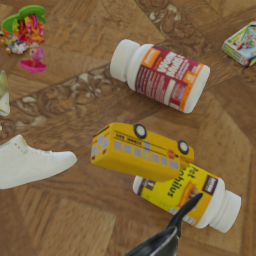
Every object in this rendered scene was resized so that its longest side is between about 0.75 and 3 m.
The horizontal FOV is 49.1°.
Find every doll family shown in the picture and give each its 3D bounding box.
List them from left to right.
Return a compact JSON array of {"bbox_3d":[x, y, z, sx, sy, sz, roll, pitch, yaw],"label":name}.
[{"bbox_3d":[-3.972,-2.907,9.651,0.719,0.522,1.159,-37,85,-26],"label":"doll family"}]

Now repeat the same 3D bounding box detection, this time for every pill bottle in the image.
[{"bbox_3d":[0.902,-1.593,8.323,2.660,1.457,1.457,26,65,13],"label":"pill bottle"},{"bbox_3d":[1.391,1.513,6.756,2.340,1.278,1.278,26,65,13],"label":"pill bottle"}]

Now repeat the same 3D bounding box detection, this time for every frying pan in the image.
[{"bbox_3d":[0.259,1.602,3.668,1.383,2.286,0.372,-41,74,24],"label":"frying pan"}]

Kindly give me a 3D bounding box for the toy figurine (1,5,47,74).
[{"bbox_3d":[-1.620,-1.420,4.797,0.751,1.000,0.920,-17,91,-40],"label":"toy figurine"}]

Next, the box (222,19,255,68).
[{"bbox_3d":[4.408,-3.040,9.716,2.098,0.364,1.155,-37,68,-18],"label":"box"}]

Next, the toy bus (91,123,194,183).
[{"bbox_3d":[0.243,0.350,3.715,1.409,0.459,0.552,21,57,-29],"label":"toy bus"}]

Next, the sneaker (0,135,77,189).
[{"bbox_3d":[-1.929,0.551,5.700,1.622,0.598,0.937,-17,105,-15],"label":"sneaker"}]

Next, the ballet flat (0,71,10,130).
[{"bbox_3d":[-2.618,-0.243,5.310,0.638,0.638,1.805,15,64,8],"label":"ballet flat"}]
